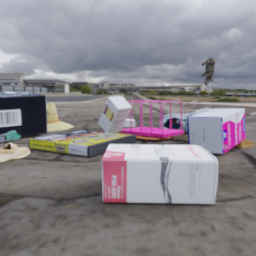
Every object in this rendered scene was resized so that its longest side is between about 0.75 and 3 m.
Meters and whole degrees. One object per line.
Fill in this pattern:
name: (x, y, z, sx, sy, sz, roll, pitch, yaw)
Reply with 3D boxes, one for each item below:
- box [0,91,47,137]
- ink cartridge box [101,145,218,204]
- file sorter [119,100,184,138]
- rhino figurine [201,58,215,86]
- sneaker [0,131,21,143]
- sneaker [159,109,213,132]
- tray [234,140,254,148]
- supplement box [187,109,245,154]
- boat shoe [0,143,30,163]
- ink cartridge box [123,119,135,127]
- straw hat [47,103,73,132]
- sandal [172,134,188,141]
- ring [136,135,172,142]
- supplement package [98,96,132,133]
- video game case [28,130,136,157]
box: (-5.107, -0.565, 10.892, 2.986, 1.554, 2.719, -8, 14, -39)
ink cartridge box: (0.491, 0.734, 4.801, 1.752, 0.743, 1.276, -1, 7, 2)
file sorter: (0.878, -0.401, 10.616, 2.038, 1.278, 1.416, 5, 8, 40)
rhino figurine: (2.607, -1.787, 9.064, 0.448, 1.024, 0.306, -32, 44, -26)
sneaker: (-4.229, 0.303, 9.758, 0.427, 0.363, 0.975, -2, 6, 27)
sneaker: (2.515, -0.146, 11.515, 2.598, 1.008, 1.122, -7, 10, 27)
tray: (3.532, 0.465, 9.108, 0.504, 0.189, 1.021, -2, 9, -17)
supplement box: (2.689, 0.034, 8.387, 1.040, 1.018, 2.012, 1, 12, 38)
boat shoe: (-3.017, 0.593, 7.181, 0.440, 0.413, 1.193, 4, 8, 26)
ink cartridge box: (0.010, -0.241, 13.994, 0.593, 0.335, 0.808, -1, 7, -5)
straw hat: (-3.948, -0.587, 13.304, 2.873, 1.216, 2.873, -1, 8, 0)
sandal: (2.114, 0.355, 9.706, 1.136, 0.307, 0.456, -13, -4, 23)
ring: (0.889, 0.338, 10.308, 1.464, 0.140, 1.464, 0, 6, 0)
supplement package: (-0.499, -0.468, 10.315, 0.674, 1.231, 0.700, -12, 50, -40)
video game case: (-1.354, 0.424, 8.881, 2.314, 0.327, 2.561, 4, 7, 30)
